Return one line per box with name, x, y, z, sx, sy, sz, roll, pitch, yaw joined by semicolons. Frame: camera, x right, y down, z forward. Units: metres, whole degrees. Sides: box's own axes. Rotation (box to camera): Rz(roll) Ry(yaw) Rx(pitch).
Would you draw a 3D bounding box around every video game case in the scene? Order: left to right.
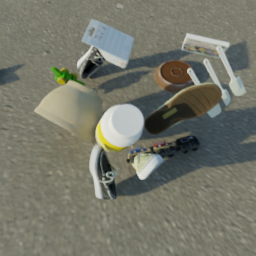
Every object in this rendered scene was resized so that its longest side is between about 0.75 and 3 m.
video game case;2.336;-2.504;8.615;1.257;1.146;0.144;14;88;4

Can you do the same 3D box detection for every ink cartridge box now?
ink cartridge box;-0.692;-2.892;9.620;1.648;0.413;1.337;20;54;-10

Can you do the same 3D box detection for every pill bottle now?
pill bottle;-0.243;0.017;7.642;1.118;2.008;1.118;3;78;-12

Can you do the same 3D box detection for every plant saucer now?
plant saucer;1.976;-2.191;11.455;1.788;0.308;1.788;0;55;-1

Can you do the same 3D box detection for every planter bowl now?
planter bowl;-1.688;-0.603;9.000;2.142;2.142;1.442;27;84;17

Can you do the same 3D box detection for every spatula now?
spatula;2.752;-1.368;8.700;1.456;2.095;0.168;-36;35;10

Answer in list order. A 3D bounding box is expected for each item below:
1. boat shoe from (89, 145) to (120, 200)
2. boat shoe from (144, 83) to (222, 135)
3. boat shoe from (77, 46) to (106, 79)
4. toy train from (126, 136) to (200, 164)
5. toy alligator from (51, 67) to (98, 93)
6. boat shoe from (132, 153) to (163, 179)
boat shoe;-0.624;1.329;7.953;0.667;1.954;0.721;9;32;17
boat shoe;1.553;-0.611;8.048;2.349;0.894;0.842;-25;93;25
boat shoe;-1.200;-2.775;10.852;0.818;2.281;0.773;22;42;-40
toy train;1.149;0.714;9.377;2.577;0.440;0.590;-13;53;-9
toy alligator;-2.094;-1.682;10.591;1.957;0.531;0.580;26;57;-31
boat shoe;0.399;0.966;7.356;0.673;1.871;0.580;-41;82;-17
